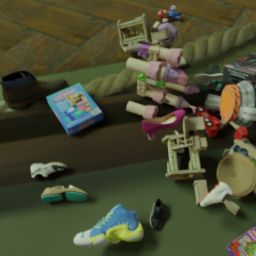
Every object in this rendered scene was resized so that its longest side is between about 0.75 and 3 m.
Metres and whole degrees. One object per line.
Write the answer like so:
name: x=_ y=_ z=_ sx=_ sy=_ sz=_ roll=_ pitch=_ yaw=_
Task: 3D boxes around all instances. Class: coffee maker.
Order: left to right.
coffee maker: x=3.454 y=-1.037 z=10.176 sx=1.158 sy=0.780 sz=1.113 roll=12 pitch=59 yaw=24

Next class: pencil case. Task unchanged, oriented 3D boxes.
pencil case: x=4.055 y=1.552 z=8.497 sx=1.162 sy=1.011 sz=2.598 roll=-19 pitch=54 yaw=-23

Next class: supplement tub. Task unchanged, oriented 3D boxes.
supplement tub: x=4.051 y=-0.684 z=8.414 sx=2.268 sy=1.390 sz=1.390 roll=2 pitch=51 yaw=-3

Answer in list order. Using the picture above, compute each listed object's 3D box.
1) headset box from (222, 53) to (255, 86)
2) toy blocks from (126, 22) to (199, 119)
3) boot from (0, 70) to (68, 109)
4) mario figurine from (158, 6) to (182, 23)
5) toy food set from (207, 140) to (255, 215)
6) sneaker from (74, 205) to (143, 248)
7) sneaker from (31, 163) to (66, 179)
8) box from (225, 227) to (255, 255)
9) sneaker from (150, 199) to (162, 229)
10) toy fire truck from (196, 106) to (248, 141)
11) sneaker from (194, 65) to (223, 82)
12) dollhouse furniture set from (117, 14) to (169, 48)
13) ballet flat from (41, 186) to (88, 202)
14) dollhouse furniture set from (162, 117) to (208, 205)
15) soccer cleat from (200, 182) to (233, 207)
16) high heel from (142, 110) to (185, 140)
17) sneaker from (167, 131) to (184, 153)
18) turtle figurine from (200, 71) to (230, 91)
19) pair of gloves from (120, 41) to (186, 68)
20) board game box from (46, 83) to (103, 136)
headset box: x=4.224 y=-1.920 z=9.650 sx=1.723 sy=0.646 sz=1.281 roll=-26 pitch=36 yaw=-22
toy blocks: x=1.550 y=-1.899 z=10.255 sx=2.392 sy=2.655 sz=2.841 roll=19 pitch=53 yaw=16
boot: x=-3.649 y=-1.679 z=10.943 sx=2.573 sy=1.247 sz=0.961 roll=-23 pitch=53 yaw=-18
mario figurine: x=2.203 y=-6.024 z=14.838 sx=1.257 sy=0.666 sz=0.776 roll=4 pitch=52 yaw=1
toy food set: x=3.272 y=1.423 z=8.311 sx=0.390 sy=1.942 sz=1.341 roll=9 pitch=23 yaw=-43
sneaker: x=-0.539 y=2.622 z=7.546 sx=1.887 sy=0.714 sz=0.991 roll=4 pitch=61 yaw=-24
sneaker: x=-2.569 y=1.409 z=9.086 sx=1.129 sy=0.427 sz=0.495 roll=-5 pitch=69 yaw=-3
box: x=3.477 y=3.538 z=7.367 sx=1.025 sy=0.293 sz=1.498 roll=-24 pitch=55 yaw=-18
sneaker: x=0.820 y=2.483 z=8.165 sx=0.328 sy=0.380 sz=0.867 roll=6 pitch=51 yaw=5
toy fire truck: x=3.370 y=-0.170 z=10.211 sx=1.269 sy=0.439 sz=1.800 roll=-8 pitch=44 yaw=-7
sneaker: x=2.872 y=-2.015 z=10.191 sx=1.054 sy=0.373 sz=0.523 roll=-5 pitch=64 yaw=-3
dollhouse furniture set: x=0.689 y=-3.534 z=9.959 sx=1.656 sy=0.920 sz=1.464 roll=-4 pitch=18 yaw=25
ballet flat: x=-1.910 y=1.968 z=8.545 sx=1.414 sy=0.498 sz=0.461 roll=1 pitch=37 yaw=-4
dollhouse furniture set: x=1.649 y=1.028 z=8.136 sx=1.166 sy=1.854 sz=2.097 roll=-5 pitch=64 yaw=6
soccer cleat: x=2.304 y=1.864 z=7.424 sx=0.434 sy=1.118 sz=0.387 roll=43 pitch=45 yaw=15
high heel: x=0.933 y=-0.249 z=7.286 sx=1.279 sy=0.614 sz=0.431 roll=-31 pitch=37 yaw=-8
sneaker: x=1.581 y=0.512 z=9.790 sx=0.530 sy=0.345 sz=0.918 roll=-15 pitch=48 yaw=-2
turtle figurine: x=3.776 y=-1.941 z=11.513 sx=1.607 sy=0.809 sz=1.203 roll=-40 pitch=61 yaw=-21
pair of gloves: x=1.080 y=-3.373 z=12.810 sx=2.223 sy=0.458 sz=2.615 roll=-23 pitch=61 yaw=-21
board game box: x=-2.054 y=-0.761 z=10.729 sx=1.464 sy=0.433 sz=1.925 roll=-27 pitch=57 yaw=-18
